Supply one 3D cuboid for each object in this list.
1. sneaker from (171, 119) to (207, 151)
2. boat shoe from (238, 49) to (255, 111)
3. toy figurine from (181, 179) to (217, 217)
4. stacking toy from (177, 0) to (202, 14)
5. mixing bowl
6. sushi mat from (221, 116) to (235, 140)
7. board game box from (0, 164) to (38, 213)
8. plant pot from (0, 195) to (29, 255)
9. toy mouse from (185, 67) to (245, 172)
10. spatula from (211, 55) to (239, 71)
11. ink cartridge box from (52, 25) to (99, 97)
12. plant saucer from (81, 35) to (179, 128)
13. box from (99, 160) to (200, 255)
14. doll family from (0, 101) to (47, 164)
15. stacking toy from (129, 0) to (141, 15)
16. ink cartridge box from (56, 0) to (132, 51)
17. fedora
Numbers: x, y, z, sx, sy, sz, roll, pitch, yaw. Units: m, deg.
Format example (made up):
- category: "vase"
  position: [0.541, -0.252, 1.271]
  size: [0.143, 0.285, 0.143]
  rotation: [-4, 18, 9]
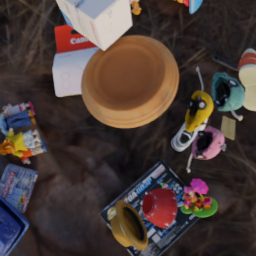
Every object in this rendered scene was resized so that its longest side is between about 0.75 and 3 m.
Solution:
- category: "sneaker"
  position: [2.125, -0.022, 9.187]
  size: [0.691, 0.728, 1.808]
  rotation: [33, 77, 9]
- category: "boat shoe"
  position: [2.924, -1.034, 6.516]
  size: [0.637, 1.789, 0.560]
  rotation: [-5, 57, 30]
- category: "toy figurine"
  position: [1.398, 1.390, 5.821]
  size: [0.776, 0.582, 0.714]
  rotation: [-10, 116, 21]
- category: "stacking toy"
  position: [1.670, -5.315, 10.348]
  size: [2.268, 1.245, 1.316]
  rotation: [23, 80, 18]
- category: "mixing bowl"
  position: [0.697, 1.969, 7.043]
  size: [0.549, 1.013, 1.013]
  rotation: [16, 75, -27]
- category: "sushi mat"
  position: [2.715, -0.001, 7.609]
  size: [0.376, 0.048, 0.786]
  rotation: [23, 48, 2]
- category: "board game box"
  position: [-3.736, 1.850, 8.898]
  size: [1.326, 0.409, 1.327]
  rotation: [15, 77, 3]
- category: "plant pot"
  position: [-3.952, 2.963, 7.929]
  size: [1.642, 1.477, 1.642]
  rotation: [39, 106, 9]
- category: "toy mouse"
  position: [2.049, -0.220, 6.412]
  size: [0.540, 2.478, 2.788]
  rotation: [15, 88, -13]
- category: "spatula"
  position: [4.046, -2.058, 9.909]
  size: [2.359, 0.242, 0.667]
  rotation: [22, 78, 5]
- category: "ink cartridge box"
  position: [-1.571, -2.341, 9.292]
  size: [1.946, 0.683, 2.394]
  rotation: [-6, 97, 13]
- category: "plant saucer"
  position: [-0.036, -1.220, 6.741]
  size: [2.455, 0.459, 2.455]
  rotation: [-4, 71, 13]
- category: "box"
  position: [0.747, 2.587, 8.619]
  size: [2.604, 0.599, 2.070]
  rotation: [-40, 80, -9]
- category: "doll family"
  position: [-3.661, 0.092, 9.004]
  size: [1.387, 1.007, 2.235]
  rotation: [-20, 77, -5]
- category: "stacking toy"
  position: [0.140, -4.954, 10.383]
  size: [0.931, 0.880, 1.604]
  rotation: [-17, 88, 2]
- category: "ink cartridge box"
  position: [-0.778, -2.752, 6.497]
  size: [1.416, 1.042, 1.024]
  rotation: [41, 78, 20]
- category: "fedora"
  position: [-0.039, 2.134, 6.003]
  size: [0.462, 1.133, 1.133]
  rotation: [-37, 78, 16]
